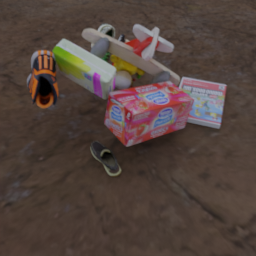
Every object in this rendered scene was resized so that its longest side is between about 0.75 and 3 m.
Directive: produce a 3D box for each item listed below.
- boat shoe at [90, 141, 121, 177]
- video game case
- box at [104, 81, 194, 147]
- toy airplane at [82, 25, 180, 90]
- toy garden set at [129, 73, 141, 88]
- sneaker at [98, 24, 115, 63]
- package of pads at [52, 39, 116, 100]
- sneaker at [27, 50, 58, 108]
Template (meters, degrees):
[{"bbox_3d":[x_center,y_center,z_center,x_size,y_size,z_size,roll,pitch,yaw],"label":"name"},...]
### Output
[{"bbox_3d":[-0.683,0.824,8.488,0.542,0.480,1.480,-27,50,-25],"label":"boat shoe"},{"bbox_3d":[2.696,-1.036,10.624,1.789,0.218,2.502,13,46,13],"label":"video game case"},{"bbox_3d":[0.652,-0.499,8.489,2.451,1.170,1.222,-15,45,-34],"label":"box"},{"bbox_3d":[0.167,-2.158,9.130,2.775,2.763,1.958,23,88,23],"label":"toy airplane"},{"bbox_3d":[0.043,-2.250,10.798,0.241,1.009,1.210,-1,40,-41],"label":"toy garden set"},{"bbox_3d":[-0.912,-2.806,10.233,0.787,2.047,0.907,8,10,-20],"label":"sneaker"},{"bbox_3d":[-1.231,-1.671,8.238,1.805,1.394,0.615,31,76,4],"label":"package of pads"},{"bbox_3d":[-2.660,-1.077,8.628,0.962,2.480,1.389,-1,63,-15],"label":"sneaker"}]
